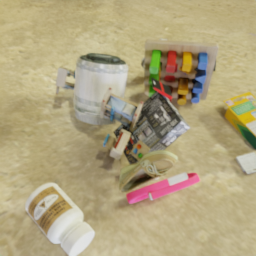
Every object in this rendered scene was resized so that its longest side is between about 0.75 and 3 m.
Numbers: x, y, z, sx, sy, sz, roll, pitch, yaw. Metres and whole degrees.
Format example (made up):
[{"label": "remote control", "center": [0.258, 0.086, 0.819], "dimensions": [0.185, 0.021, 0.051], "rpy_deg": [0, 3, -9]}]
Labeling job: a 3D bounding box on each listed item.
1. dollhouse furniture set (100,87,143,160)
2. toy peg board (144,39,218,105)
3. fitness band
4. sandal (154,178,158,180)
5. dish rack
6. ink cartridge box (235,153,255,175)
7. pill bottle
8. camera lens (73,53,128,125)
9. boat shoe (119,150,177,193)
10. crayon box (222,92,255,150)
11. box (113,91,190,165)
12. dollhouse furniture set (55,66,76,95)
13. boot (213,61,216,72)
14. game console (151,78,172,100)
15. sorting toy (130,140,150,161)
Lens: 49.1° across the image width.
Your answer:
[{"label": "dollhouse furniture set", "center": [-0.455, -0.127, 9.255], "dimensions": [1.258, 1.251, 1.785], "rpy_deg": [23, 67, 3]}, {"label": "toy peg board", "center": [1.972, -1.918, 11.316], "dimensions": [2.763, 2.775, 1.357], "rpy_deg": [6, 51, 8]}, {"label": "fitness band", "center": [1.097, 1.882, 8.797], "dimensions": [2.367, 1.700, 0.443], "rpy_deg": [-16, 76, -9]}, {"label": "sandal", "center": [0.668, 1.703, 10.009], "dimensions": [0.875, 0.215, 0.356], "rpy_deg": [-6, 50, -5]}, {"label": "dish rack", "center": [1.276, -3.137, 12.640], "dimensions": [0.414, 1.902, 1.632], "rpy_deg": [42, 98, 20]}, {"label": "ink cartridge box", "center": [4.512, 1.336, 10.353], "dimensions": [0.785, 0.160, 0.786], "rpy_deg": [-12, 51, -10]}, {"label": "pill bottle", "center": [-2.048, 2.760, 8.472], "dimensions": [2.101, 1.201, 1.201], "rpy_deg": [37, 59, 27]}, {"label": "camera lens", "center": [-1.097, -1.567, 10.917], "dimensions": [1.967, 2.459, 1.967], "rpy_deg": [8, 21, -3]}, {"label": "boat shoe", "center": [0.554, 1.398, 8.661], "dimensions": [0.872, 2.391, 0.752], "rpy_deg": [34, 47, -28]}, {"label": "crayon box", "center": [5.103, -0.350, 11.471], "dimensions": [1.496, 0.614, 2.379], "rpy_deg": [-19, 53, -16]}, {"label": "box", "center": [0.744, 0.065, 10.036], "dimensions": [2.391, 0.595, 1.886], "rpy_deg": [-44, 45, 14]}, {"label": "dollhouse furniture set", "center": [-2.350, -1.818, 11.632], "dimensions": [1.211, 1.204, 1.718], "rpy_deg": [10, 13, -13]}, {"label": "boot", "center": [3.662, -3.452, 14.149], "dimensions": [1.326, 0.687, 2.029], "rpy_deg": [-3, 43, 5]}, {"label": "game console", "center": [1.189, -1.407, 10.040], "dimensions": [0.829, 0.145, 0.937], "rpy_deg": [25, 28, -16]}, {"label": "sorting toy", "center": [0.467, 0.845, 9.315], "dimensions": [0.753, 0.101, 0.561], "rpy_deg": [42, 102, 26]}]
